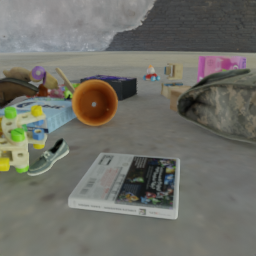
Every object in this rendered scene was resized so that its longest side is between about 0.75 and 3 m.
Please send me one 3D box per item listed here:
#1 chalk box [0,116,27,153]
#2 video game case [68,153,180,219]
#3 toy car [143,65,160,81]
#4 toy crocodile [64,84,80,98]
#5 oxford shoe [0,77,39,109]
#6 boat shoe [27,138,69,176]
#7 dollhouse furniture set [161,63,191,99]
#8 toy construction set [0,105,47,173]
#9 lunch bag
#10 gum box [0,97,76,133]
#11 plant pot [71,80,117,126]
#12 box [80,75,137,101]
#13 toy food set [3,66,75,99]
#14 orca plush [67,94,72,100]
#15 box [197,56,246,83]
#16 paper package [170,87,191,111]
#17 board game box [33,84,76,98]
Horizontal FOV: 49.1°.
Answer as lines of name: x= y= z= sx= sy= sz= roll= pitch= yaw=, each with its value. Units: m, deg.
chalk box: x=-2.737 y=0.150 z=5.867 sx=1.230 sy=0.768 sz=0.762 roll=-10 pitch=8 yaw=-29
video game case: x=0.057 y=0.893 z=4.805 sx=1.604 sy=0.206 sz=1.765 roll=3 pitch=18 yaw=11
toy car: x=1.340 y=-3.132 z=15.876 sx=0.741 sy=0.838 sz=0.772 roll=-15 pitch=24 yaw=-37
toy crocodile: x=-2.276 y=-1.522 z=11.556 sx=0.434 sy=0.475 sz=1.406 roll=-3 pitch=18 yaw=12
oxford shoe: x=-4.254 y=-1.145 z=9.730 sx=2.600 sy=1.098 sz=0.945 roll=2 pitch=-12 yaw=20
boat shoe: x=-1.571 y=0.544 z=5.463 sx=0.363 sy=0.308 sz=0.997 roll=17 pitch=38 yaw=31
dollhouse furniture set: x=1.988 y=-2.012 z=11.610 sx=0.982 sy=1.401 sz=0.987 roll=-3 pitch=19 yaw=-10
toy construction set: x=-2.682 y=0.304 z=4.942 sx=2.367 sy=1.090 sz=1.552 roll=-12 pitch=38 yaw=-3
lunch bag: x=2.972 y=-0.736 z=7.516 sx=2.280 sy=1.634 sz=2.780 roll=-13 pitch=17 yaw=-34
gum box: x=-2.607 y=-0.459 z=8.415 sx=1.747 sy=0.458 sz=2.057 roll=6 pitch=19 yaw=16
plant pot: x=-0.985 y=-0.718 z=8.200 sx=1.277 sy=1.277 sz=0.894 roll=-3 pitch=3 yaw=-8
box: x=-0.807 y=-1.737 z=11.828 sx=1.987 sy=0.784 sz=1.402 roll=9 pitch=23 yaw=25
toy food set: x=-3.110 y=-1.383 z=9.794 sx=2.706 sy=1.720 sz=0.426 roll=2 pitch=52 yaw=34
orca plush: x=-1.978 y=-0.987 z=10.007 sx=0.697 sy=0.471 sz=1.325 roll=10 pitch=21 yaw=28
box: x=4.014 y=-2.302 z=12.191 sx=1.795 sy=1.579 sz=0.868 roll=-1 pitch=18 yaw=-5
paper package: x=2.300 y=-0.948 z=9.538 sx=1.349 sy=0.698 sz=1.286 roll=-11 pitch=21 yaw=-32
board game box: x=-2.976 y=-1.575 z=12.000 sx=1.200 sy=0.227 sz=2.332 roll=-4 pitch=18 yaw=11
